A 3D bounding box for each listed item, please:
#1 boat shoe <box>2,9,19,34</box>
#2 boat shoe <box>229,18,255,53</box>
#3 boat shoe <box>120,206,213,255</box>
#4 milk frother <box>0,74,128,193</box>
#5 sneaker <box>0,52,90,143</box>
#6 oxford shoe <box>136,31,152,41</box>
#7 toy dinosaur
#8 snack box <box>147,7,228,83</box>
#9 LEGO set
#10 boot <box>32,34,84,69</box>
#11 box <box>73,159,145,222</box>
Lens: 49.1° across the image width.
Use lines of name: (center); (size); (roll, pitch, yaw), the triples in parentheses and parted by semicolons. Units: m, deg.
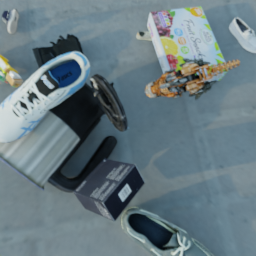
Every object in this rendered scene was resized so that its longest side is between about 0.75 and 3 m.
boat shoe: (-4.137, -3.657, 9.690); (0.473, 0.381, 1.020); (-1, 62, 7)
boat shoe: (3.979, -3.131, 9.394); (0.504, 0.480, 1.401); (-25, 71, -9)
boat shoe: (1.037, 2.922, 6.892); (2.843, 0.878, 1.035); (32, 73, 11)
milk frother: (-1.626, 0.104, 6.873); (2.659, 2.947, 2.772); (35, 73, 7)
sneaker: (-2.033, -0.755, 6.318); (2.764, 1.002, 0.993); (-43, 88, -8)
oxford shoe: (0.694, -3.158, 9.539); (0.834, 0.241, 0.313); (-1, 66, -3)
toy dinosaur: (1.573, -1.176, 7.040); (2.243, 1.522, 1.145); (8, 105, 26)
snack box: (1.847, -2.629, 9.015); (1.837, 0.684, 2.583); (-11, 70, -13)
LEGO set: (-4.442, -2.001, 8.760); (2.558, 1.177, 0.952); (44, 91, -9)
boot: (-2.095, -2.070, 8.932); (1.504, 0.679, 1.835); (-20, 70, -12)
box: (-0.452, 1.440, 6.781); (1.138, 0.650, 1.250); (5, 41, 45)
